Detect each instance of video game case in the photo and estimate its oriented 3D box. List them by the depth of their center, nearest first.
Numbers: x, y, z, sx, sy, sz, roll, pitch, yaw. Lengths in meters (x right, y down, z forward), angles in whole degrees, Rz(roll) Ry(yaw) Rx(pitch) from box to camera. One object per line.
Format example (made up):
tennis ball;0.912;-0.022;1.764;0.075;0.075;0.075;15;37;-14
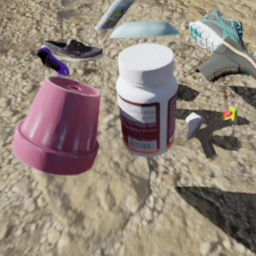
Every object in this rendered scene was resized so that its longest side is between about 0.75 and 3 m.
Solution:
video game case;-0.313;-4.785;11.168;0.197;2.181;1.562;46;31;-1

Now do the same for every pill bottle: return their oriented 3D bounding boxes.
pill bottle;0.518;-0.684;7.623;1.604;2.810;1.604;-3;41;2

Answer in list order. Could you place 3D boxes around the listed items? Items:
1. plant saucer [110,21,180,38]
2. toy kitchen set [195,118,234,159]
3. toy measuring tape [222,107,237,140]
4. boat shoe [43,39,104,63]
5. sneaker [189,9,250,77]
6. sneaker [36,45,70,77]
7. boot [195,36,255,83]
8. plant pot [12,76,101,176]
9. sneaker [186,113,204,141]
plant saucer;0.644;-3.856;10.931;2.770;0.533;2.770;-2;19;1
toy kitchen set;2.822;0.274;8.595;0.864;1.059;0.955;-12;80;-59
toy measuring tape;3.406;-0.164;9.517;0.511;0.511;1.389;14;57;11
boat shoe;-2.193;-3.072;10.955;2.465;0.799;0.886;4;37;12
sneaker;3.336;-2.894;9.132;1.308;1.113;2.868;-40;67;3
sneaker;-2.737;-2.281;10.030;1.380;0.480;0.686;44;29;-14
boot;2.908;-1.551;7.918;1.331;0.745;1.924;-45;43;19
plant pot;-1.780;-0.188;7.741;2.360;2.112;2.360;18;18;-6
sneaker;1.987;-0.045;8.833;0.310;0.841;0.486;12;24;-44
